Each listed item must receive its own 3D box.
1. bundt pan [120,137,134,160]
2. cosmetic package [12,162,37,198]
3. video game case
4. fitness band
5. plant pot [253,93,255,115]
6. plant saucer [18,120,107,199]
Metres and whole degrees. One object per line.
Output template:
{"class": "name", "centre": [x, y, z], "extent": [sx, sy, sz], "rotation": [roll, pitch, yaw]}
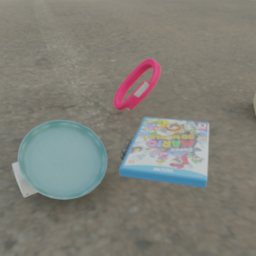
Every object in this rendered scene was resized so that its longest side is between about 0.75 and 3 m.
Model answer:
{"class": "bundt pan", "centre": [0.012, 0.704, 9.392], "extent": [0.351, 0.935, 0.935], "rotation": [26, 37, 1]}
{"class": "cosmetic package", "centre": [-3.315, 1.633, 9.404], "extent": [0.794, 0.799, 0.954], "rotation": [-19, 39, -27]}
{"class": "video game case", "centre": [1.033, 0.453, 7.007], "extent": [1.866, 0.232, 2.607], "rotation": [6, 30, 14]}
{"class": "fitness band", "centre": [0.358, -1.882, 12.586], "extent": [0.517, 2.762, 1.984], "rotation": [33, 30, -26]}
{"class": "plant pot", "centre": [6.912, -1.231, 12.641], "extent": [2.196, 2.194, 1.944], "rotation": [15, 49, 21]}
{"class": "plant saucer", "centre": [-2.072, 1.006, 9.053], "extent": [2.786, 0.382, 2.786], "rotation": [11, 54, -15]}
